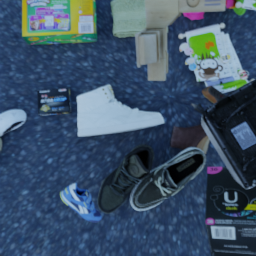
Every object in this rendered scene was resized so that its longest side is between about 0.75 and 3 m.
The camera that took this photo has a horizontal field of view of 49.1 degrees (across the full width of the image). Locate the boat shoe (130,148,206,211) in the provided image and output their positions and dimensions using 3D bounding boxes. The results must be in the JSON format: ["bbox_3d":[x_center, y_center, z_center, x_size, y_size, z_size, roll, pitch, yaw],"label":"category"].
[{"bbox_3d":[1.217,1.664,9.028,2.967,0.945,1.049,-41,85,6],"label":"boat shoe"}]

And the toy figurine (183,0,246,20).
[{"bbox_3d":[2.775,-4.745,9.946,2.060,1.680,2.238,-15,61,7],"label":"toy figurine"}]

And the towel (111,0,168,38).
[{"bbox_3d":[0.417,-4.103,10.252,2.056,0.375,1.525,-5,81,-1],"label":"towel"}]

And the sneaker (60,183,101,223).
[{"bbox_3d":[-1.204,2.088,7.761,1.394,0.515,0.573,43,93,-17],"label":"sneaker"}]

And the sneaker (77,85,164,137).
[{"bbox_3d":[-0.320,-0.684,9.436,2.934,1.081,1.695,-6,85,0],"label":"sneaker"}]

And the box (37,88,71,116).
[{"bbox_3d":[-2.600,-0.918,9.874,1.122,0.258,0.892,-4,82,-1],"label":"box"}]

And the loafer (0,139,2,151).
[{"bbox_3d":[-4.777,0.905,9.514,0.534,0.482,1.412,21,83,3],"label":"loafer"}]

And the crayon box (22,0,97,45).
[{"bbox_3d":[-2.444,-3.884,10.030,2.549,0.743,1.514,-3,82,0],"label":"crayon box"}]

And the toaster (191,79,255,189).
[{"bbox_3d":[2.724,-0.013,6.052,1.917,1.258,2.120,-31,80,5],"label":"toaster"}]

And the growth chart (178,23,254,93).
[{"bbox_3d":[3.100,-2.453,10.109,1.997,0.245,2.760,-23,82,-2],"label":"growth chart"}]

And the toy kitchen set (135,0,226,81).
[{"bbox_3d":[1.416,-2.361,7.437,2.097,1.896,2.324,4,117,16],"label":"toy kitchen set"}]

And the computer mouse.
[{"bbox_3d":[-4.454,-0.091,9.538,1.965,0.431,1.077,-33,64,-10],"label":"computer mouse"}]

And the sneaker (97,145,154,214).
[{"bbox_3d":[-0.114,1.609,8.923,1.012,1.516,2.647,40,86,7],"label":"sneaker"}]

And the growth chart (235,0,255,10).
[{"bbox_3d":[3.492,-4.033,6.994,1.657,2.289,0.203,13,42,21],"label":"growth chart"}]

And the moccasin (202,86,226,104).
[{"bbox_3d":[3.135,-0.946,9.757,1.332,0.514,0.487,28,73,-16],"label":"moccasin"}]

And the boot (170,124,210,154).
[{"bbox_3d":[2.190,0.099,9.585,1.274,0.554,1.532,15,86,0],"label":"boot"}]

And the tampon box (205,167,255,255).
[{"bbox_3d":[2.811,2.078,7.058,1.546,2.063,1.303,-5,120,19],"label":"tampon box"}]
